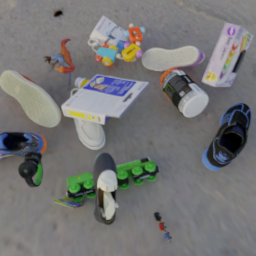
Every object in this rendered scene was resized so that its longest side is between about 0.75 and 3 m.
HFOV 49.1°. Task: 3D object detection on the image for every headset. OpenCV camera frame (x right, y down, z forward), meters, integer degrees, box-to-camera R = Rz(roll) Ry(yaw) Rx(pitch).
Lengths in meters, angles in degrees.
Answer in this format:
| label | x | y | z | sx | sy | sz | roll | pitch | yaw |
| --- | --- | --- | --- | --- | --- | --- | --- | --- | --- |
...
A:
| label | x | y | z | sx | sy | sz | roll | pitch | yaw |
| --- | --- | --- | --- | --- | --- | --- | --- | --- | --- |
| headset | -2.730 | 1.027 | 8.119 | 0.711 | 1.512 | 0.934 | -8 | 33 | 5 |

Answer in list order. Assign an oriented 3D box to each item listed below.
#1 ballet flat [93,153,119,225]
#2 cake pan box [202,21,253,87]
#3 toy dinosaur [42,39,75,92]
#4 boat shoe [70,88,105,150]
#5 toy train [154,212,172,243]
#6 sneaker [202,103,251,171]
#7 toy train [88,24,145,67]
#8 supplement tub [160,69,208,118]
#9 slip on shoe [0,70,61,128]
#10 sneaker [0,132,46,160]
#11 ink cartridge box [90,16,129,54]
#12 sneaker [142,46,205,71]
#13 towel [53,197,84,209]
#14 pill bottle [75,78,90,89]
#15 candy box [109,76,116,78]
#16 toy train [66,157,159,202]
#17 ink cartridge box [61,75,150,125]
| label | x | y | z | sx | sy | sz | roll | pitch | yaw |
| --- | --- | --- | --- | --- | --- | --- | --- | --- | --- |
| ballet flat | -0.567 | 1.741 | 7.680 | 0.765 | 2.093 | 0.765 | 3 | 15 | -1 |
| cake pan box | 3.523 | -2.451 | 9.839 | 0.578 | 2.037 | 2.212 | 31 | 22 | 26 |
| toy dinosaur | -2.468 | -2.546 | 10.425 | 1.983 | 1.147 | 2.185 | 14 | 89 | 51 |
| boat shoe | -1.473 | -0.385 | 9.701 | 0.867 | 0.854 | 2.447 | -18 | 59 | -10 |
| toy train | 0.976 | 2.816 | 7.959 | 0.156 | 0.210 | 0.916 | -40 | 56 | 18 |
| sneaker | 3.459 | 0.092 | 9.031 | 1.047 | 1.163 | 2.986 | 35 | 59 | 3 |
| toy train | -0.326 | -3.259 | 11.429 | 2.403 | 0.668 | 1.805 | -17 | 60 | -8 |
| supplement tub | 1.941 | -1.306 | 10.041 | 1.091 | 1.091 | 1.780 | -21 | 51 | -13 |
| slip on shoe | -3.335 | -1.071 | 9.926 | 2.959 | 0.905 | 1.096 | 37 | 106 | 23 |
| sneaker | -3.983 | 0.511 | 8.829 | 2.581 | 1.012 | 0.972 | -10 | 73 | -3 |
| ink cartridge box | -0.754 | -3.834 | 11.728 | 1.377 | 0.591 | 1.008 | 32 | 59 | -16 |
| sneaker | 1.845 | -2.717 | 11.250 | 2.441 | 0.885 | 1.392 | 7 | 12 | 31 |
| towel | -1.697 | 2.155 | 8.103 | 0.691 | 0.962 | 0.110 | 15 | 82 | 10 |
| pill bottle | -1.541 | -1.572 | 10.644 | 0.947 | 0.527 | 0.527 | 25 | 61 | 19 |
| candy box | -0.568 | -1.228 | 10.594 | 0.859 | 0.222 | 1.681 | 16 | 59 | 5 |
| toy train | -0.477 | 1.520 | 8.618 | 2.905 | 0.606 | 0.819 | -14 | 34 | -10 |
| ink cartridge box | -0.676 | -0.945 | 9.130 | 2.147 | 0.505 | 2.122 | 15 | 43 | 24 |
